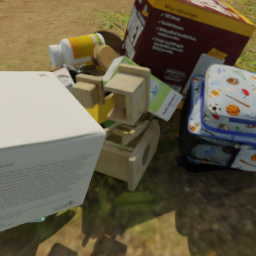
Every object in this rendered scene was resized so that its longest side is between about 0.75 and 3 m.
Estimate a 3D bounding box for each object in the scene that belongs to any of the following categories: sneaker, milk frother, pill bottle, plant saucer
[{"bbox_3d":[-2.149,-1.420,8.727,1.802,1.026,0.680,-21,43,-35],"label":"sneaker"},{"bbox_3d":[-0.686,-0.883,7.432,0.806,0.857,0.774,-36,93,-21],"label":"milk frother"},{"bbox_3d":[-1.921,-2.868,10.613,1.973,1.096,1.096,-17,41,-20],"label":"pill bottle"},{"bbox_3d":[-0.766,-3.487,11.234,1.377,1.377,0.252,12,70,15],"label":"plant saucer"}]

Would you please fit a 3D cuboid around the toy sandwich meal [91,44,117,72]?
[{"bbox_3d":[-0.819,-2.416,9.984,0.396,1.157,1.157,-15,22,43],"label":"toy sandwich meal"}]

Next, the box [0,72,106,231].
[{"bbox_3d":[-1.555,0.232,3.884,1.699,1.456,1.691,-9,42,-41],"label":"box"}]

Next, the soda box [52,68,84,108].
[{"bbox_3d":[-2.501,-0.233,6.244,2.956,0.940,1.011,-25,38,-5],"label":"soda box"}]

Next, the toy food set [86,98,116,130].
[{"bbox_3d":[-0.591,-0.209,6.464,1.381,0.451,0.812,-27,36,-7],"label":"toy food set"}]

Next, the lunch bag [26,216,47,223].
[{"bbox_3d":[-2.050,1.359,5.485,1.028,0.736,1.207,-1,37,-3],"label":"lunch bag"}]

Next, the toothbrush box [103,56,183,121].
[{"bbox_3d":[0.276,-0.912,6.493,1.603,0.690,1.167,30,3,-17],"label":"toothbrush box"}]

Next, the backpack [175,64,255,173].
[{"bbox_3d":[2.474,-0.193,6.347,2.369,1.916,2.487,15,54,-1],"label":"backpack"}]

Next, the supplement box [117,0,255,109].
[{"bbox_3d":[1.346,-2.232,7.870,2.720,2.758,1.831,10,37,-17],"label":"supplement box"}]

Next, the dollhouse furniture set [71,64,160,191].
[{"bbox_3d":[-0.895,-0.456,6.298,2.954,2.612,1.642,15,41,19],"label":"dollhouse furniture set"}]
